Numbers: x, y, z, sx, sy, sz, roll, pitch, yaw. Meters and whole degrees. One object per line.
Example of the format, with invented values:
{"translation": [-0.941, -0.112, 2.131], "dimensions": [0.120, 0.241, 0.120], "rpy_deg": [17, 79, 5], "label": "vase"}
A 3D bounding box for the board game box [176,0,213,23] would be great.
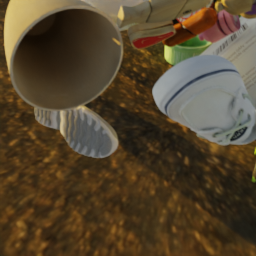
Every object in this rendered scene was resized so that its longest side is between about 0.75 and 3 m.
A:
{"translation": [1.477, -3.246, 6.803], "dimensions": [0.358, 1.547, 1.172], "rpy_deg": [-38, 80, -15], "label": "board game box"}

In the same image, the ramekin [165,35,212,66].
{"translation": [2.385, -3.238, 11.386], "dimensions": [1.927, 0.941, 1.927], "rpy_deg": [0, 42, 0], "label": "ramekin"}

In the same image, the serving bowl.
{"translation": [-0.303, -3.156, 6.052], "dimensions": [1.714, 1.714, 0.564], "rpy_deg": [0, 25, 0], "label": "serving bowl"}

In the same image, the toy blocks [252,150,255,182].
{"translation": [4.193, 0.682, 7.005], "dimensions": [1.581, 1.156, 2.312], "rpy_deg": [26, 51, 12], "label": "toy blocks"}

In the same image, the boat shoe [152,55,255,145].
{"translation": [1.331, -0.225, 3.786], "dimensions": [2.630, 0.967, 0.878], "rpy_deg": [3, 50, -53], "label": "boat shoe"}

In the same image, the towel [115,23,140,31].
{"translation": [-0.948, -3.736, 7.830], "dimensions": [2.945, 2.521, 0.709], "rpy_deg": [-8, 55, 7], "label": "towel"}

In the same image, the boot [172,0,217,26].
{"translation": [1.790, -4.274, 8.564], "dimensions": [2.233, 2.724, 1.008], "rpy_deg": [-11, 23, -32], "label": "boot"}

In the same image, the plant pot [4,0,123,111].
{"translation": [-1.327, -1.551, 4.712], "dimensions": [1.775, 1.775, 1.895], "rpy_deg": [-22, 53, -23], "label": "plant pot"}

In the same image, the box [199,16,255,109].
{"translation": [2.499, -1.444, 5.784], "dimensions": [1.280, 1.948, 1.958], "rpy_deg": [43, 31, -8], "label": "box"}

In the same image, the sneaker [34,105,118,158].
{"translation": [-0.961, -0.188, 5.817], "dimensions": [2.342, 0.875, 0.960], "rpy_deg": [31, 27, 35], "label": "sneaker"}

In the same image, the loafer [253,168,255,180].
{"translation": [2.723, 0.559, 4.834], "dimensions": [0.480, 1.316, 0.470], "rpy_deg": [3, 37, -23], "label": "loafer"}

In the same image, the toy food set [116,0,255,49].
{"translation": [1.117, -1.593, 4.218], "dimensions": [2.586, 1.644, 0.407], "rpy_deg": [-17, 88, -3], "label": "toy food set"}

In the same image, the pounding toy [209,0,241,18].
{"translation": [2.817, -3.634, 7.890], "dimensions": [1.095, 2.359, 1.821], "rpy_deg": [0, -7, 28], "label": "pounding toy"}
